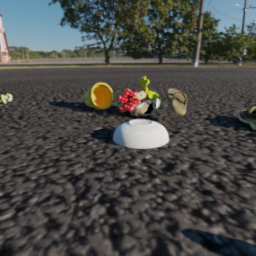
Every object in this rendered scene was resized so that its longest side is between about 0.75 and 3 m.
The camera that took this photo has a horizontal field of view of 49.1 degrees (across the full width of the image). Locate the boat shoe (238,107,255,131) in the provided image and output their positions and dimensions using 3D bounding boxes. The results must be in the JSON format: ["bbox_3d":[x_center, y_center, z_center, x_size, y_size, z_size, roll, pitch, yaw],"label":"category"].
[{"bbox_3d":[5.247,-0.492,11.523,0.874,0.774,2.387,0,16,0],"label":"boat shoe"}]

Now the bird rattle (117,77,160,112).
[{"bbox_3d":[0.323,-1.260,13.459,2.399,1.351,1.956,-42,1,-35],"label":"bird rattle"}]

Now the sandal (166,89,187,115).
[{"bbox_3d":[2.183,-1.257,12.167,0.852,0.573,2.122,17,30,-6],"label":"sandal"}]

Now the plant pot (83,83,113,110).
[{"bbox_3d":[-1.662,-1.589,14.718,1.348,1.348,1.268,-12,4,-37],"label":"plant pot"}]

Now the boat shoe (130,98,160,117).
[{"bbox_3d":[0.991,-0.939,13.339,0.707,0.773,2.068,17,30,33],"label":"boat shoe"}]

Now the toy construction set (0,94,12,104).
[{"bbox_3d":[-7.206,-1.757,16.482,0.756,0.531,1.153,-30,16,-13],"label":"toy construction set"}]

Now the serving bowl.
[{"bbox_3d":[0.430,0.111,9.671,1.917,0.631,1.917,-1,15,0],"label":"serving bowl"}]
